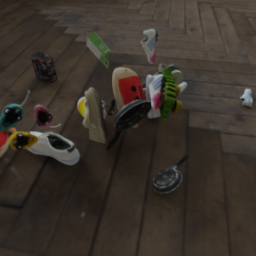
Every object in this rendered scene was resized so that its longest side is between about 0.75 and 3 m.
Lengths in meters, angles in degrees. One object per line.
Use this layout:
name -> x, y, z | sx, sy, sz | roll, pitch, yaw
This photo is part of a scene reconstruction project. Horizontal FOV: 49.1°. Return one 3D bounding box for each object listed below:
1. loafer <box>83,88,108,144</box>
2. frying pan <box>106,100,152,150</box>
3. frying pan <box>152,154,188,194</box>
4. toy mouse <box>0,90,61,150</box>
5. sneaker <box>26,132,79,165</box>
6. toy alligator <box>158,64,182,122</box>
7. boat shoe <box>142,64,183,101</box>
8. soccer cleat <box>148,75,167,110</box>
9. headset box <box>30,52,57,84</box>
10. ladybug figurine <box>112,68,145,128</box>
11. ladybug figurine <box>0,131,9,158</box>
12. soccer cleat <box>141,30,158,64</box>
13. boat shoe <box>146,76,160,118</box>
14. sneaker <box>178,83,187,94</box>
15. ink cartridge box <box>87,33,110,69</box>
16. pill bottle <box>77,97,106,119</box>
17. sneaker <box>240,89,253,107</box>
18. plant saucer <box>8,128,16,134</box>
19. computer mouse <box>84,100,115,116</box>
loafer -> -1.198, -0.338, 9.493 | 0.710, 2.080, 0.787 | -7, 28, 5
frying pan -> 0.009, -0.179, 9.458 | 1.433, 2.368, 0.385 | -23, 67, -29
frying pan -> 1.423, 1.399, 8.614 | 1.608, 0.262, 0.973 | -35, 29, -7
toy mouse -> -3.296, -0.321, 9.022 | 2.375, 2.111, 0.460 | -15, 39, -35
sneaker -> -2.737, 0.493, 9.734 | 2.381, 0.843, 0.870 | 16, 43, 18
toy alligator -> 1.357, -1.502, 9.885 | 0.974, 0.706, 2.938 | 15, 50, -16
boat shoe -> 1.043, -1.729, 11.533 | 2.449, 0.880, 0.828 | -31, 49, 14
soccer cleat -> 0.785, -1.033, 8.154 | 0.493, 0.399, 1.142 | 6, 66, 26
headset box -> -4.002, -2.922, 13.286 | 1.003, 1.348, 0.521 | 22, 46, 24
ladybug figurine -> 0.106, -1.146, 10.262 | 0.819, 2.276, 1.545 | -13, 5, 23
ladybug figurine -> -4.989, 0.630, 9.646 | 1.416, 0.750, 2.086 | 9, 42, 10
soccer cleat -> 0.808, -3.227, 11.158 | 0.625, 1.447, 0.506 | -4, 44, -6
boat shoe -> 1.008, -1.217, 10.937 | 0.581, 1.779, 0.655 | -5, 34, 0
sneaker -> 2.033, -1.721, 12.046 | 0.987, 0.570, 0.364 | -46, 17, -4
ink cartridge box -> -1.181, -3.339, 12.185 | 0.426, 0.746, 1.437 | -40, 88, -14
pill bottle -> -1.484, -0.717, 10.950 | 0.787, 0.787, 1.441 | -19, 32, -21
sneaker -> 5.115, -1.347, 12.223 | 0.470, 0.407, 1.086 | 4, 41, 12
plant saucer -> -4.525, -0.089, 10.374 | 0.921, 0.921, 0.172 | 30, 78, 30
computer mouse -> -1.029, -0.802, 10.112 | 1.118, 0.245, 0.613 | 8, 80, -11
